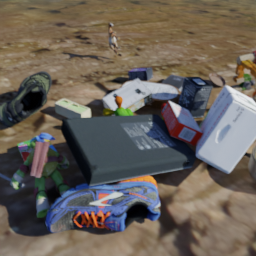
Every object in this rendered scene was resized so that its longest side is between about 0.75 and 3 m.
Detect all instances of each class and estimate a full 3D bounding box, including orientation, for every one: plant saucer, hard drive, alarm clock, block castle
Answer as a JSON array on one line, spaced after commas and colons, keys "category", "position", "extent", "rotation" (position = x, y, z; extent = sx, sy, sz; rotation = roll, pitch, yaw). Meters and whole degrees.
[{"category": "plant saucer", "position": [3.783, -2.014, 11.925], "extent": [0.796, 0.137, 0.796], "rotation": [14, 48, -15]}, {"category": "hard drive", "position": [0.005, 0.380, 6.961], "extent": [2.864, 0.471, 1.999], "rotation": [-4, 37, -31]}, {"category": "alarm clock", "position": [3.766, 0.955, 7.411], "extent": [2.187, 0.728, 1.475], "rotation": [24, 42, 27]}, {"category": "hard drive", "position": [1.920, -1.814, 11.712], "extent": [0.899, 0.282, 1.332], "rotation": [18, 39, 24]}, {"category": "block castle", "position": [4.160, -1.196, 9.039], "extent": [1.062, 2.264, 1.513], "rotation": [-13, 45, -6]}]

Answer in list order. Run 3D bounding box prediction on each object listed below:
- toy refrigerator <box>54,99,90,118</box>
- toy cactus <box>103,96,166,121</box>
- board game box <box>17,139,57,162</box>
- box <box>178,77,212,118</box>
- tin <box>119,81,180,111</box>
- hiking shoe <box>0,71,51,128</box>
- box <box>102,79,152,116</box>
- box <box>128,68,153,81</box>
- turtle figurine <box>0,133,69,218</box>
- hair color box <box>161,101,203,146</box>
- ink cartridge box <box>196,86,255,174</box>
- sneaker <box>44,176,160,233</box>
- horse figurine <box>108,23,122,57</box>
[{"category": "toy refrigerator", "position": [-1.961, -0.620, 9.864], "extent": [1.270, 0.444, 0.482], "rotation": [22, 38, 28]}, {"category": "toy cactus", "position": [0.456, 0.028, 8.470], "extent": [2.694, 1.377, 2.223], "rotation": [-8, 45, -26]}, {"category": "board game box", "position": [-2.617, 0.672, 8.074], "extent": [0.885, 0.233, 1.157], "rotation": [-20, 33, -24]}, {"category": "box", "position": [2.320, -1.085, 9.837], "extent": [0.633, 1.182, 0.877], "rotation": [-5, 34, -20]}, {"category": "tin", "position": [0.814, -1.297, 10.820], "extent": [2.434, 0.510, 1.363], "rotation": [10, 34, 15]}, {"category": "hiking shoe", "position": [-3.205, -1.095, 9.755], "extent": [1.409, 1.060, 2.800], "rotation": [-9, 39, 28]}, {"category": "box", "position": [-0.024, -0.999, 9.897], "extent": [1.554, 0.467, 0.906], "rotation": [-32, 59, -16]}, {"category": "box", "position": [0.532, -2.270, 11.968], "extent": [0.881, 0.459, 0.652], "rotation": [1, 23, 25]}, {"category": "turtle figurine", "position": [-2.071, 1.264, 6.927], "extent": [1.367, 1.900, 1.842], "rotation": [14, 41, -54]}, {"category": "hair color box", "position": [1.445, -0.158, 7.745], "extent": [0.758, 0.457, 1.493], "rotation": [23, 23, -14]}, {"category": "ink cartridge box", "position": [2.606, -0.060, 7.392], "extent": [0.944, 1.636, 2.248], "rotation": [29, 22, 4]}, {"category": "sneaker", "position": [-0.467, 1.770, 6.089], "extent": [2.642, 0.995, 1.036], "rotation": [-13, 41, -14]}, {"category": "horse figurine", "position": [-0.703, -4.283, 13.836], "extent": [0.393, 1.575, 1.044], "rotation": [-24, 41, -17]}]
